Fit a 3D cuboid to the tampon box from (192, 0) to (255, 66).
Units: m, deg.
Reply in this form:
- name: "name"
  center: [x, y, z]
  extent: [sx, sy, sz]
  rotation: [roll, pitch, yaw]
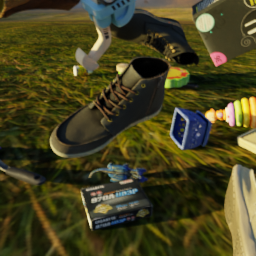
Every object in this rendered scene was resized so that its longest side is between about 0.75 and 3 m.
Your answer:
- name: "tampon box"
  center: [3.136, -3.131, 7.904]
  extent: [2.196, 1.646, 1.386]
  rotation: [-24, 28, 27]

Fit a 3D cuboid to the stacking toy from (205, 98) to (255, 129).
- name: "stacking toy"
  center: [3.429, -0.449, 8.645]
  extent: [2.028, 1.177, 1.113]
  rotation: [-4, 23, 17]

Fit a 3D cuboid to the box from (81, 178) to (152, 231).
- name: "box"
  center: [-0.243, 1.430, 5.396]
  extent: [1.174, 0.270, 0.933]
  rotation: [-8, 27, -17]

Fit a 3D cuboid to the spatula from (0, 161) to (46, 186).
- name: "spatula"
  center: [-2.929, 0.854, 6.570]
  extent: [2.838, 0.292, 0.802]
  rotation: [16, 27, 30]

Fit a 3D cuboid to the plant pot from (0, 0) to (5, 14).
- name: "plant pot"
  center: [-3.939, -3.449, 7.095]
  extent: [1.284, 1.284, 0.912]
  rotation: [-18, 64, -32]

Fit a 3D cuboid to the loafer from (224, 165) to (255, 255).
- name: "loafer"
  center: [2.110, 1.521, 4.653]
  extent: [0.778, 0.862, 2.279]
  rotation: [6, 36, 10]

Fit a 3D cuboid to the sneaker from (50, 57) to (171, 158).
- name: "sneaker"
  center: [-0.333, -0.438, 4.891]
  extent: [2.357, 1.252, 0.882]
  rotation: [-30, 65, -23]

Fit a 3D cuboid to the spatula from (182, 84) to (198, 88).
- name: "spatula"
  center: [2.063, -2.043, 12.610]
  extent: [2.471, 0.254, 0.698]
  rotation: [22, 32, 38]

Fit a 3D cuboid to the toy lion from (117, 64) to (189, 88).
- name: "toy lion"
  center: [1.213, -2.288, 12.398]
  extent: [2.702, 0.928, 2.590]
  rotation: [-20, 35, -32]

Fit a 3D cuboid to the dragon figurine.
- name: "dragon figurine"
  center: [-0.211, 0.967, 6.027]
  extent: [1.242, 0.366, 0.618]
  rotation: [3, 1, -9]

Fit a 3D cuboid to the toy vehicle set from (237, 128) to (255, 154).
- name: "toy vehicle set"
  center: [3.997, 0.165, 7.310]
  extent: [1.858, 0.246, 1.154]
  rotation: [-23, 23, -11]

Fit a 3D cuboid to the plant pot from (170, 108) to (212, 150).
- name: "plant pot"
  center: [1.735, 0.018, 7.679]
  extent: [0.809, 0.900, 0.900]
  rotation: [0, 25, -16]

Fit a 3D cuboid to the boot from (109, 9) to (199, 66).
- name: "boot"
  center: [0.856, -2.851, 9.100]
  extent: [2.827, 1.095, 1.955]
  rotation: [-5, 51, -19]

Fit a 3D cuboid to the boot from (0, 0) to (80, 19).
- name: "boot"
  center: [-2.733, -3.679, 8.319]
  extent: [2.029, 0.883, 2.439]
  rotation: [0, 0, -35]

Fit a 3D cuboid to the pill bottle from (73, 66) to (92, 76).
- name: "pill bottle"
  center: [-2.268, -2.879, 14.079]
  extent: [0.879, 0.480, 0.480]
  rotation: [-10, 28, -20]

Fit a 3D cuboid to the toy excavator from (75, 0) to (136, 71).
- name: "toy excavator"
  center: [-0.647, -3.182, 8.174]
  extent: [2.480, 2.551, 1.274]
  rotation: [-35, 54, -12]
